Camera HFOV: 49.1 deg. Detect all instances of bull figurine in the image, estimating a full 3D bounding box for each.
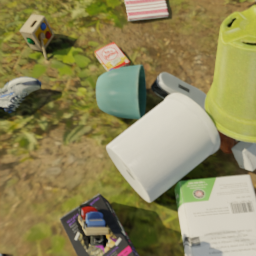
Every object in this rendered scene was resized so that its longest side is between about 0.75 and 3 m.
[{"bbox_3d":[2.899,-0.017,9.237,1.827,0.595,1.109,44,106,8],"label":"bull figurine"}]

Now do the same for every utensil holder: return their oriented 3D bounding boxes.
[{"bbox_3d":[0.970,0.593,8.244,2.577,2.190,2.190,-38,71,-13],"label":"utensil holder"}]

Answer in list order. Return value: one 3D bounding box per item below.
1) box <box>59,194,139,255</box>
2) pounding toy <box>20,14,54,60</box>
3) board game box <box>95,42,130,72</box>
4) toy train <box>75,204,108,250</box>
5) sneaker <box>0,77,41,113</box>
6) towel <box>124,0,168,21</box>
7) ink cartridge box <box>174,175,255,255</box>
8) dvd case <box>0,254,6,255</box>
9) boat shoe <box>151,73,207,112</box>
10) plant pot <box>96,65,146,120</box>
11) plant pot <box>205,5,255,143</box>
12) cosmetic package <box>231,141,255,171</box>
[{"bbox_3d":[-0.583,3.147,7.368,1.256,1.447,2.368,-31,68,-8],"label":"box"},{"bbox_3d":[-3.404,-3.474,10.760,0.846,1.096,1.190,16,66,20],"label":"pounding toy"},{"bbox_3d":[-0.616,-2.649,10.737,0.877,0.268,1.158,-31,69,-13],"label":"board game box"},{"bbox_3d":[-0.781,1.911,5.735,0.439,2.572,0.589,5,80,-14],"label":"toy train"},{"bbox_3d":[-4.038,-1.008,9.778,2.254,0.868,0.960,-21,77,-2],"label":"sneaker"},{"bbox_3d":[0.673,-5.560,12.082,1.734,0.354,2.369,-8,68,-4],"label":"towel"},{"bbox_3d":[2.537,2.863,7.678,2.057,1.188,2.817,-4,65,-2],"label":"ink cartridge box"},{"bbox_3d":[-4.569,4.511,7.459,2.506,0.220,1.788,-8,65,-4],"label":"dvd case"},{"bbox_3d":[1.881,-0.965,9.650,2.400,0.820,0.886,25,53,-16],"label":"boat shoe"},{"bbox_3d":[-0.229,-1.167,9.310,1.442,1.796,1.796,1,65,12],"label":"plant pot"},{"bbox_3d":[3.239,-1.466,6.946,2.739,2.518,2.739,-10,47,11],"label":"plant pot"},{"bbox_3d":[4.130,0.574,8.906,1.554,0.554,0.788,-36,107,-15],"label":"cosmetic package"}]
